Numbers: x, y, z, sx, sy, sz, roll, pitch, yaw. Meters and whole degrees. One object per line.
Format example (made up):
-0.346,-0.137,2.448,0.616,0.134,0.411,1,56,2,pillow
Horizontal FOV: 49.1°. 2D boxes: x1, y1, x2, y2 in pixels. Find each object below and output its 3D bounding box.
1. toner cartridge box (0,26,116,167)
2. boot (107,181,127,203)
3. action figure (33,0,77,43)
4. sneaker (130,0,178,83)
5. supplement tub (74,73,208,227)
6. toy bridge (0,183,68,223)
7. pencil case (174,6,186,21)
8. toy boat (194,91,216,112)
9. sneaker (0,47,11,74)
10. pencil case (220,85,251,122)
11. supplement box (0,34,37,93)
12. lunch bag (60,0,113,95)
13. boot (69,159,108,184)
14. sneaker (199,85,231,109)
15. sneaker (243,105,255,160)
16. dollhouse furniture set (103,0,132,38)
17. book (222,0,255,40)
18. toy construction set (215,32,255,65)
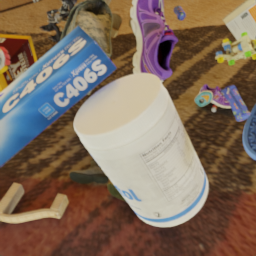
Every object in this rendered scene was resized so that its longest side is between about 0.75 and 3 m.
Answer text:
-1.692,-0.534,5.048,2.955,0.638,1.404,-40,33,3,toner cartridge box
0.835,1.158,7.700,2.061,0.778,2.353,23,47,23,boot
-2.203,-3.653,8.526,1.085,2.126,1.263,-21,67,-35,action figure
0.867,-2.651,7.799,1.168,2.896,1.208,-1,-4,-41,sneaker
0.320,0.452,4.854,1.569,2.379,1.569,-22,33,15,supplement tub
-3.053,1.889,7.183,2.855,0.389,0.960,10,45,11,toy bridge
1.944,-4.320,10.568,0.317,0.353,0.813,-11,41,5,pencil case
2.855,-0.932,10.083,0.852,0.716,0.396,40,38,-3,toy boat
-3.627,-1.323,6.319,1.902,0.740,0.781,-26,-2,19,sneaker
2.119,-0.500,5.531,0.295,0.328,0.756,-29,65,20,pencil case
-5.129,-2.025,10.312,2.679,1.803,2.716,6,43,6,supplement box
-1.367,-2.630,8.715,1.402,1.956,2.385,16,54,-20,lunch bag
-1.068,1.207,7.986,1.124,0.381,0.734,5,38,-6,boot
3.294,-1.150,10.170,1.479,0.617,0.596,29,30,27,sneaker
2.651,-0.380,4.516,0.878,0.975,2.503,34,76,26,sneaker
-0.356,-4.314,9.730,2.446,2.327,1.993,29,27,-5,dollhouse furniture set
3.776,-3.118,7.646,1.936,1.294,0.465,-36,40,26,book
2.548,-1.663,6.052,0.902,0.633,1.375,-17,1,41,toy construction set
